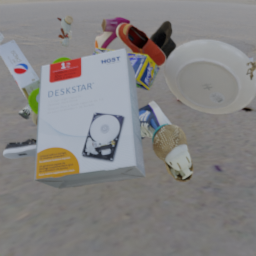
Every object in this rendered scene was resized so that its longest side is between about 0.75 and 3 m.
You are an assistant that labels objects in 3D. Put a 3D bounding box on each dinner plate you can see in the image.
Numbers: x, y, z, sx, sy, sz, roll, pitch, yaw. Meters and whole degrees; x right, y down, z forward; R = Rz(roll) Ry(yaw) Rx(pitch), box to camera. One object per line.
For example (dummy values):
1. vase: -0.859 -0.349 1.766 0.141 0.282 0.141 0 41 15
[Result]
1. dinner plate: 2.470 -1.389 8.748 2.928 2.928 0.355 15 56 22

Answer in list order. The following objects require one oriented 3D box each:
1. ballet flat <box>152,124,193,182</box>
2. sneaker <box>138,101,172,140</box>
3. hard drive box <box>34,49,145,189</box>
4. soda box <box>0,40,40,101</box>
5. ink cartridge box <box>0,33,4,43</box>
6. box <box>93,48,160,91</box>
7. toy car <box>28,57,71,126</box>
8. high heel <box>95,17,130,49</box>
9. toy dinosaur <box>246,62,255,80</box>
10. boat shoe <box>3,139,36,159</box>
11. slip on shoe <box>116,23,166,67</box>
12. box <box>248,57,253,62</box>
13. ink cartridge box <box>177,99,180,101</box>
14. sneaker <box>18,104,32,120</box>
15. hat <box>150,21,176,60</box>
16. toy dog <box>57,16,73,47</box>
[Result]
1. ballet flat: 1.014 0.595 5.603 0.718 2.036 0.665 -37 58 1
2. sneaker: 0.422 0.097 7.972 1.541 0.848 2.105 -37 22 8
3. hard drive box: -0.720 -0.153 5.332 1.800 0.887 2.310 -10 66 10
4. soda box: -2.846 -1.537 7.400 0.523 0.559 1.641 -31 66 -16
5. ink cartridge box: -4.325 -2.144 7.704 1.217 0.691 1.669 -21 41 15
6. box: -0.221 -1.887 8.824 2.365 0.829 0.760 22 -6 41
7. toy car: -1.178 -0.406 7.587 2.355 1.935 1.858 29 73 0
8. high heel: -0.748 -3.889 12.173 1.122 2.339 0.788 -7 66 -22
9. toy dinosaur: 2.806 -1.392 6.159 0.382 0.756 0.220 -15 54 -33
10. boat shoe: -2.832 0.544 8.037 1.518 0.531 0.503 -9 58 13
11. slip on shoe: 0.508 -2.610 9.005 2.026 0.751 0.620 32 -3 -33
12. box: 3.544 -1.835 9.855 1.863 1.272 0.351 -10 22 -27
13. ink cartridge box: 2.782 -1.563 14.361 0.519 0.240 0.953 7 34 11
14. sneaker: -3.492 -0.680 9.926 1.071 0.402 0.619 -14 42 56
15. hat: 1.415 -3.263 11.424 0.804 1.994 1.994 22 26 -22
16. toy dog: -2.444 -3.708 10.547 0.566 0.775 1.175 10 62 -22
